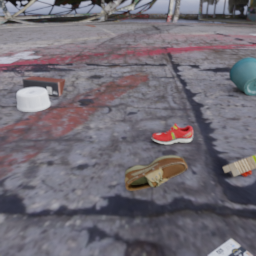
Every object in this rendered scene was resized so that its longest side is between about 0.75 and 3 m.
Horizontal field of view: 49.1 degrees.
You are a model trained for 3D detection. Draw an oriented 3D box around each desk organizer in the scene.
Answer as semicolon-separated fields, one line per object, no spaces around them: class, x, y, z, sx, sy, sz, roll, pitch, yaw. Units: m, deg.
desk organizer;-4.045;-2.038;13.593;1.961;0.703;0.755;8;25;16

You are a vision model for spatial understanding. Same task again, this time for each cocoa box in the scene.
cocoa box;1.485;2.447;4.307;1.134;0.756;0.744;-17;31;-31

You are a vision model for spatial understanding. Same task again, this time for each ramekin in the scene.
ramekin;-4.073;-1.244;11.976;1.383;0.674;1.383;0;26;0

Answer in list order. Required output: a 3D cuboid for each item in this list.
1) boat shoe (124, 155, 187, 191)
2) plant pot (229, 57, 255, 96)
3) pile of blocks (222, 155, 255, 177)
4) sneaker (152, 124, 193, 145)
boat shoe;0.635;1.165;6.708;1.622;0.614;0.599;-21;33;25
plant pot;5.879;-2.354;13.483;1.551;1.551;1.457;-1;41;-2
pile of blocks;3.247;1.073;7.643;1.445;0.593;0.449;-17;72;-13
sneaker;1.442;0.160;9.177;1.408;0.598;0.542;-6;27;-11
